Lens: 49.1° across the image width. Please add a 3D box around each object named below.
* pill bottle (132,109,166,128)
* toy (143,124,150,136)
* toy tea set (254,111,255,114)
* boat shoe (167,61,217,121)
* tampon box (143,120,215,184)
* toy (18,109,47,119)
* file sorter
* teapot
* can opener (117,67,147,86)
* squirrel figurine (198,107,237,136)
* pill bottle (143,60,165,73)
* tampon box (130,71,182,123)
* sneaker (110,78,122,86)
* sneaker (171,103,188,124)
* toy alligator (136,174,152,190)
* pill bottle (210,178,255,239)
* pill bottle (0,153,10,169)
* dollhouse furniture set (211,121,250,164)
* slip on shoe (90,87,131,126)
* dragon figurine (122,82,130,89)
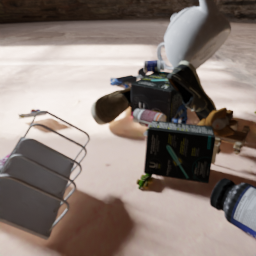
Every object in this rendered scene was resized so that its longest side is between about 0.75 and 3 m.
[{"bbox_3d":[0.779,-0.327,10.566,1.142,0.652,0.652,17,32,29],"label":"pill bottle"},{"bbox_3d":[1.099,0.222,9.864,0.993,0.235,0.572,17,53,21],"label":"toy"},{"bbox_3d":[5.290,-0.238,10.614,1.451,0.537,0.863,7,56,-27],"label":"toy tea set"},{"bbox_3d":[2.340,-0.988,10.095,0.936,2.770,0.995,-45,23,-23],"label":"boat shoe"},{"bbox_3d":[1.408,0.607,7.803,1.751,1.312,1.105,7,15,11],"label":"tampon box"},{"bbox_3d":[-3.762,-0.593,11.014,1.095,0.259,0.631,-15,-7,-24],"label":"toy"},{"bbox_3d":[-1.880,0.899,6.173,1.550,1.391,2.234,30,34,-16],"label":"file sorter"},{"bbox_3d":[2.458,-3.708,11.295,2.123,2.906,2.869,49,7,13],"label":"teapot"},{"bbox_3d":[0.175,-2.878,15.444,2.263,0.757,0.604,-17,32,-30],"label":"can opener"},{"bbox_3d":[2.802,-0.217,8.893,1.208,0.855,1.128,-25,8,30],"label":"squirrel figurine"},{"bbox_3d":[1.128,-2.666,12.092,0.895,0.518,0.518,0,26,14],"label":"pill bottle"},{"bbox_3d":[1.382,-1.317,11.606,1.724,1.452,2.300,15,31,27],"label":"tampon box"},{"bbox_3d":[-0.551,-2.064,12.682,0.347,0.386,0.939,9,6,-30],"label":"sneaker"},{"bbox_3d":[2.073,-0.425,10.673,0.528,0.475,1.284,18,62,27],"label":"sneaker"},{"bbox_3d":[0.515,1.356,7.722,0.317,0.230,0.956,13,29,27],"label":"toy alligator"},{"bbox_3d":[2.728,1.802,6.018,0.991,0.991,1.772,-23,34,-37],"label":"pill bottle"},{"bbox_3d":[-2.911,1.253,6.986,1.079,1.079,1.904,9,28,17],"label":"pill bottle"},{"bbox_3d":[3.194,0.502,8.857,0.924,0.789,1.783,14,34,28],"label":"dollhouse furniture set"},{"bbox_3d":[-0.441,-0.973,11.233,0.871,1.093,2.875,-28,3,34],"label":"slip on shoe"},{"bbox_3d":[-0.094,-2.139,14.561,0.245,0.414,0.833,-24,16,-36],"label":"dragon figurine"}]
